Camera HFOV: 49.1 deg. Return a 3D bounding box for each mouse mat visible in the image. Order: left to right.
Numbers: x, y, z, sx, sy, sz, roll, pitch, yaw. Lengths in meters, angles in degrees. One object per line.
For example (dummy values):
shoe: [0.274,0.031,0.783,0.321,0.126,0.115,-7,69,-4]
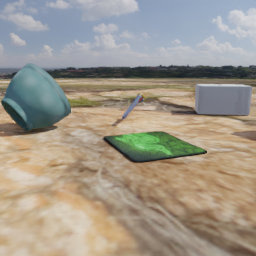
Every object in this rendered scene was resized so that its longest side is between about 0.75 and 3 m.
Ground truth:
mouse mat: [0.529,0.373,6.610,1.760,0.082,2.188,-5,12,-22]

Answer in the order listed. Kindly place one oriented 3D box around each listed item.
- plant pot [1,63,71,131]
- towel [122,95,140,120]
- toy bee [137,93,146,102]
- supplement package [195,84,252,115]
plant pot: [-2.750,-0.706,7.995,1.869,1.869,1.252,14,51,47]
towel: [0.064,-0.659,9.194,0.141,0.853,1.179,38,-4,0]
toy bee: [0.776,-1.596,14.767,0.832,0.452,0.545,30,-14,51]
supplement package: [3.679,-1.139,11.051,1.927,1.130,1.126,1,12,6]
